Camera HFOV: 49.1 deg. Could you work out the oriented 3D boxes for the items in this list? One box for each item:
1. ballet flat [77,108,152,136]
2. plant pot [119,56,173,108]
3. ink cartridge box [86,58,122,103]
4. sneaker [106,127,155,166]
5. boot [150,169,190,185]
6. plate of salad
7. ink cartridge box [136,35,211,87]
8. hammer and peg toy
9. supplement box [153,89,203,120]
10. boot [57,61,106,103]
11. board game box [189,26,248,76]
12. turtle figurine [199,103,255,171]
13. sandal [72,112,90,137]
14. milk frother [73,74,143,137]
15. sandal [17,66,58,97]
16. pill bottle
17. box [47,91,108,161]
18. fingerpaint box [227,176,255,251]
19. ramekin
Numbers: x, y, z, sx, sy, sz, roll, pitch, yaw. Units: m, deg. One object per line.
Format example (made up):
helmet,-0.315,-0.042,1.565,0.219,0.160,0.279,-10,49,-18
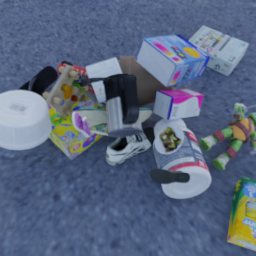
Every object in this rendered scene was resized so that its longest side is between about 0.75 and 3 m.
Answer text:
ballet flat,-0.415,-0.189,9.338,2.729,0.948,0.948,-2,53,-23
plant pot,0.742,-1.724,10.542,1.836,2.106,2.106,-5,54,12
ink cartridge box,-0.699,-1.574,9.436,1.095,0.323,1.367,-19,80,-7
sneaker,0.176,0.484,9.898,2.152,0.952,0.797,-32,59,-23
boot,1.013,1.248,7.314,1.086,0.709,0.368,7,87,-11
plate of salad,1.230,0.341,8.561,0.986,0.237,0.986,-19,51,25
ink cartridge box,1.657,-2.390,9.582,2.341,0.894,1.597,-21,57,-41
hammer and peg toy,-1.873,-0.995,9.011,0.652,1.850,1.361,24,77,18
supplement box,1.759,-0.844,9.773,1.585,0.802,0.819,-8,27,-35
boot,-1.511,-1.654,9.877,1.796,0.901,2.489,14,16,-40
board game box,4.005,-3.600,12.899,2.330,0.749,1.719,32,60,19
turtle figurine,3.852,0.228,9.345,2.489,1.847,2.567,-35,31,-7
sandal,-1.210,-0.120,7.656,0.304,1.235,0.503,-12,69,7
milk frother,-0.563,-0.680,8.264,1.843,1.663,1.733,-7,77,0
sandal,-3.620,-1.597,11.080,0.521,0.926,2.435,-8,47,47
pill bottle,1.622,0.868,9.204,1.501,1.501,2.510,-6,46,-4
box,-1.971,-0.260,10.242,1.971,1.202,1.898,-38,63,-25
fingerpaint box,4.343,2.752,8.335,2.325,0.853,1.939,16,56,11
ramekin,-3.348,-0.320,8.659,1.904,0.928,1.904,8,43,-8
